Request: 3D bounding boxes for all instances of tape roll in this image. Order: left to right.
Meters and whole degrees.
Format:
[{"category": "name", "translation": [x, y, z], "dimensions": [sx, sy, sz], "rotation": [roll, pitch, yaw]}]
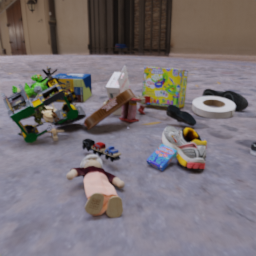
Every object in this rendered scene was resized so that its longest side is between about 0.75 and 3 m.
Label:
[{"category": "tape roll", "translation": [4.068, -1.001, 13.367], "dimensions": [2.004, 0.366, 2.004], "rotation": [-1, 27, 0]}]

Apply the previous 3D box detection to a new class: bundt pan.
[{"category": "bundt pan", "translation": [-2.412, -0.538, 11.254], "dimensions": [1.385, 0.520, 1.385], "rotation": [-18, -7, -2]}]

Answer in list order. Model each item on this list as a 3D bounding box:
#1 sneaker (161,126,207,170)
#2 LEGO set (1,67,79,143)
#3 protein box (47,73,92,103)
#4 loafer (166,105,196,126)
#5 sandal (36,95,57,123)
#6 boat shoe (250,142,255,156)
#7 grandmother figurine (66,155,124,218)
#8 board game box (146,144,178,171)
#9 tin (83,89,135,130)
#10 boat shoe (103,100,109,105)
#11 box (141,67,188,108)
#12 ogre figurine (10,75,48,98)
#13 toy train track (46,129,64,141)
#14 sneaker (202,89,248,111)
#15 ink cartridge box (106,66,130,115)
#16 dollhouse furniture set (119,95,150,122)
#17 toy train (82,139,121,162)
[{"category": "sneaker", "translation": [1.784, 0.394, 8.662], "dimensions": [0.916, 0.967, 2.354], "rotation": [5, 18, -19]}, {"category": "LEGO set", "translation": [-3.121, -0.844, 9.820], "dimensions": [2.530, 1.946, 1.466], "rotation": [-35, 55, -3]}, {"category": "protein box", "translation": [-3.299, -2.340, 16.125], "dimensions": [1.972, 1.330, 1.957], "rotation": [2, 19, 7]}, {"category": "loafer", "translation": [2.156, -0.434, 11.454], "dimensions": [1.330, 0.481, 0.484], "rotation": [35, 49, 17]}, {"category": "sandal", "translation": [-3.867, -1.117, 13.089], "dimensions": [1.138, 1.021, 3.103], "rotation": [-13, 23, -33]}, {"category": "boat shoe", "translation": [4.488, 0.725, 8.673], "dimensions": [1.302, 0.445, 0.481], "rotation": [16, 25, 39]}, {"category": "grandmother figurine", "translation": [-0.821, 1.285, 6.851], "dimensions": [1.403, 0.701, 2.314], "rotation": [24, 9, -18]}, {"category": "board game box", "translation": [0.989, 0.850, 8.146], "dimensions": [0.581, 0.172, 0.764], "rotation": [22, 55, 41]}, {"category": "tin", "translation": [-0.754, -0.754, 11.106], "dimensions": [2.341, 0.490, 1.311], "rotation": [-37, -1, -12]}, {"category": "boat shoe", "translation": [-0.623, -1.299, 14.404], "dimensions": [1.418, 0.512, 0.461], "rotation": [-12, 3, -35]}, {"category": "box", "translation": [1.854, -2.072, 14.258], "dimensions": [1.980, 1.907, 1.208], "rotation": [11, 13, 26]}, {"category": "ogre figurine", "translation": [-5.367, -2.224, 16.020], "dimensions": [1.683, 1.377, 2.806], "rotation": [-14, 1, 13]}, {"category": "toy train track", "translation": [-2.685, 0.285, 10.212], "dimensions": [0.722, 0.205, 1.258], "rotation": [-3, 15, -17]}, {"category": "sneaker", "translation": [5.134, -1.519, 14.509], "dimensions": [1.167, 0.976, 2.571], "rotation": [-2, 21, -36]}, {"category": "ink cartridge box", "translation": [-0.418, -1.727, 12.862], "dimensions": [0.690, 2.049, 1.200], "rotation": [7, 46, 19]}, {"category": "dollhouse furniture set", "translation": [0.458, -0.901, 12.641], "dimensions": [0.759, 1.004, 1.866], "rotation": [15, 18, 37]}, {"category": "toy train", "translation": [-0.823, 0.618, 8.323], "dimensions": [0.302, 0.406, 1.773], "rotation": [-12, 18, -40]}]
